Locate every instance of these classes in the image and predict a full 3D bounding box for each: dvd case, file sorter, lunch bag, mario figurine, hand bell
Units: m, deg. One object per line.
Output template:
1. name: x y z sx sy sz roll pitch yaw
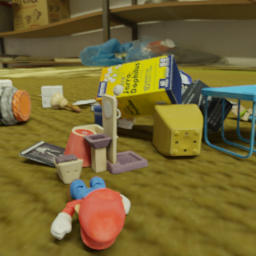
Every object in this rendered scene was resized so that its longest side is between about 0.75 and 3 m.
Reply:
1. dvd case: -1.982 0.696 7.292 1.313 0.105 0.976 15 19 11
2. file sorter: 3.873 -0.316 8.139 2.838 1.741 1.969 -8 14 -23
3. lunch bag: 1.889 -1.420 11.624 1.233 1.693 1.991 13 25 -2
4. lunch bag: -0.609 -0.540 10.629 0.923 0.899 1.359 13 21 38
5. mario figurine: -0.560 1.404 4.515 1.140 0.979 1.847 -40 13 -8
6. hand bell: -2.815 -1.055 13.204 1.610 0.838 0.838 22 25 27

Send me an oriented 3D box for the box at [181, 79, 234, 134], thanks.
1. box: 2.439 -0.677 9.146 1.495 1.106 0.780 36 -10 -5

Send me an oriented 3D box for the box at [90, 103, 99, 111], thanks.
1. box: -0.940 -0.959 13.169 1.316 0.318 1.043 11 18 28

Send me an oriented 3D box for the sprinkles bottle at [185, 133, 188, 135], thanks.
1. sprinkles bottle: 1.854 0.056 9.342 1.196 0.408 0.408 -12 19 -42

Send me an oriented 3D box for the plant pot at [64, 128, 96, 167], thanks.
1. plant pot: -1.161 0.458 7.065 0.872 0.772 0.872 11 17 -3

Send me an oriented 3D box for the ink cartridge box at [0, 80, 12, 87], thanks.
1. ink cartridge box: -7.313 -2.053 15.682 1.503 1.101 0.622 -10 19 -30

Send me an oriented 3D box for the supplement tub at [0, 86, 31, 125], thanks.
1. supplement tub: -5.115 -0.859 10.707 2.420 1.483 1.483 2 16 3

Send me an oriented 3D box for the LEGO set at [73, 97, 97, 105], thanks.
1. LEGO set: -1.434 -1.522 14.229 2.392 0.587 1.787 -3 8 7

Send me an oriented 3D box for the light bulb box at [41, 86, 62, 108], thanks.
1. light bulb box: -3.815 -1.574 14.140 0.996 1.005 0.627 -2 14 -8

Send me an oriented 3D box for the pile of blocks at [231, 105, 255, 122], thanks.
1. pile of blocks: 4.953 -0.420 11.281 1.531 0.629 0.476 23 -17 34

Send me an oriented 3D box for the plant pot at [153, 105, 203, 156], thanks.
1. plant pot: 1.413 0.157 7.694 1.263 1.271 1.300 -1 22 -4

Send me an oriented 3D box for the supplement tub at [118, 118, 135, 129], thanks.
1. supplement tub: -0.046 -0.412 10.067 0.599 0.828 0.599 11 -4 1

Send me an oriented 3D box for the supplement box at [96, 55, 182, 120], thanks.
1. supplement box: 0.389 -1.188 8.705 2.334 1.270 1.278 -6 -30 23

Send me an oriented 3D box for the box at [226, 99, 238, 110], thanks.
1. box: 4.331 -1.139 13.742 1.580 0.388 1.274 -3 14 -10

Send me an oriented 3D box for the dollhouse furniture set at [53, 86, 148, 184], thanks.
1. dollhouse furniture set: -1.128 -0.174 7.294 2.219 1.988 2.801 -9 18 -28
